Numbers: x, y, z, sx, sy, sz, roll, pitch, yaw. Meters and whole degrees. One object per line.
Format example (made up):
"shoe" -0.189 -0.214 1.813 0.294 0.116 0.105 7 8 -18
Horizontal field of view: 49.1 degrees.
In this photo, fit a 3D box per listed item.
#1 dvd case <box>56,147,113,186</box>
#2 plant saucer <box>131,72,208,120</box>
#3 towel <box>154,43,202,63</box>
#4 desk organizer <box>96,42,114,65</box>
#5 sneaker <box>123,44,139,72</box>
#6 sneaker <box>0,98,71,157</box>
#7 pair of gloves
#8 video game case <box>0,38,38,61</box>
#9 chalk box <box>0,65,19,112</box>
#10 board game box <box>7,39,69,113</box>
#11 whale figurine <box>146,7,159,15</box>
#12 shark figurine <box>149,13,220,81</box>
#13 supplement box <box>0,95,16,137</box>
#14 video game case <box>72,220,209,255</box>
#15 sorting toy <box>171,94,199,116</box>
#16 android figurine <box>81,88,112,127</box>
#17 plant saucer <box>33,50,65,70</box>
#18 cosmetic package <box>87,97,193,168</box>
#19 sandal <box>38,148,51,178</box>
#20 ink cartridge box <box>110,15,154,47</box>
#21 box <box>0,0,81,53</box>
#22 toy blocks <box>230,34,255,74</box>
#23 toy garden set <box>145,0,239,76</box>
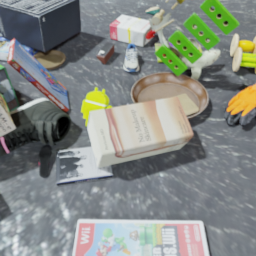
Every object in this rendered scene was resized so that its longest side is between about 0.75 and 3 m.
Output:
"dvd case" -1.236 1.007 7.758 1.495 0.185 1.124 -7 44 -8
"plant saucer" 1.398 -1.023 9.663 2.614 0.450 2.614 1 44 -1
"towel" 2.232 -3.251 12.107 2.070 0.236 1.487 -1 45 0
"desk organizer" -0.936 -3.144 11.788 0.379 0.407 1.058 17 51 14
"sneaker" 0.112 -2.878 11.383 0.630 0.697 1.636 -2 45 -2
"sneaker" -2.880 0.171 7.970 1.472 1.050 2.969 22 44 28
"pair of gloves" 4.643 -0.679 8.578 2.663 0.370 2.989 -39 37 -18
"video game case" -4.867 -3.571 12.247 1.763 0.442 1.945 7 44 8
"chalk box" -4.765 -1.100 8.840 2.725 1.695 1.687 28 51 27
"board game box" -2.813 -1.620 9.002 0.238 2.449 1.261 -31 44 13
"whale figurine" 1.340 -6.303 15.193 0.761 0.395 0.606 -4 22 28
"shark figurine" 1.907 -2.877 10.900 3.078 1.839 1.285 26 -4 -18
"supplement box" -4.245 -0.078 6.993 2.393 0.880 1.508 -31 44 -14
"video game case" 0.264 2.896 5.770 2.874 0.251 2.055 0 44 1
"sorting toy" 1.549 -0.656 9.366 1.337 0.179 0.996 -17 44 -8
"android figurine" -0.985 -0.597 8.679 1.161 1.276 0.262 15 10 30
"plant saucer" -3.309 -2.814 11.671 1.407 0.207 1.407 0 45 0
"cosmetic package" 0.274 0.098 7.612 2.528 1.103 1.307 -13 69 -17
"sandal" -2.331 0.962 7.749 0.336 0.201 0.894 9 59 -22
"ink cartridge box" 0.207 -4.530 13.046 1.753 0.731 1.273 20 48 19
"box" -3.817 -4.703 11.978 2.586 1.606 2.607 22 46 20
"toy blocks" 5.582 -2.907 11.238 2.590 0.940 2.158 7 44 7
"toy garden set" 1.821 -3.352 9.220 2.277 2.732 0.545 42 48 -9
